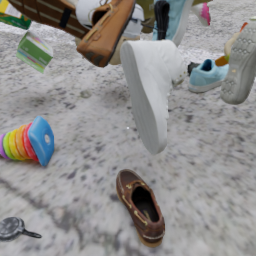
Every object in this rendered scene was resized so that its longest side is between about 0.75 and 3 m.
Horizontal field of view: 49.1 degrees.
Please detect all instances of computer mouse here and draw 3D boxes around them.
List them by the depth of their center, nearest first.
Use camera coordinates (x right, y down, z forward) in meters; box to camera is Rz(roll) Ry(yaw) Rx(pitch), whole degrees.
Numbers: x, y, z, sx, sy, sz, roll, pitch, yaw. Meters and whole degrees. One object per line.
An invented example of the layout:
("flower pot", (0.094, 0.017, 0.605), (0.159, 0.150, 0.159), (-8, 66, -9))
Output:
("computer mouse", (-0.036, -2.243, 5.830), (2.063, 1.131, 0.452), (5, 11, -20))

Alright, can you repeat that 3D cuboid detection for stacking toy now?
("stacking toy", (-2.957, 0.461, 7.264), (1.879, 1.091, 1.031), (-11, 29, 8))

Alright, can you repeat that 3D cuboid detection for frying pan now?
("frying pan", (-2.216, 2.042, 5.472), (0.948, 0.154, 0.573), (20, 39, 32))

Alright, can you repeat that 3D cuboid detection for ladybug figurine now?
("ladybug figurine", (-0.320, -2.809, 9.322), (1.390, 0.737, 2.048), (-46, 26, 10))

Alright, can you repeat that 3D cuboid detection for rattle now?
("rattle", (2.753, -2.123, 7.293), (0.677, 1.040, 0.743), (14, -3, 2))

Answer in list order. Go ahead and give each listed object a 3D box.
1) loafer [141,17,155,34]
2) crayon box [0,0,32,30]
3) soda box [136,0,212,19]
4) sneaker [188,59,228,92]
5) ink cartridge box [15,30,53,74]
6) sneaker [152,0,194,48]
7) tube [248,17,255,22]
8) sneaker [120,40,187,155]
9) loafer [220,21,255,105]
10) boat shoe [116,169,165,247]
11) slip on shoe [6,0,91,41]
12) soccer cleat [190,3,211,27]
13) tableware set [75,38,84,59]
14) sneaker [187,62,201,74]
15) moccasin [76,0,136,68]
("loafer", (0.944, -4.850, 10.407), (0.970, 2.552, 0.860), (11, 12, 8))
("crayon box", (-3.847, -3.938, 8.329), (2.260, 0.658, 1.342), (18, 78, 5))
("soda box", (1.077, -3.793, 7.756), (2.557, 0.819, 0.866), (-18, 65, -5))
("sneaker", (3.352, -2.240, 10.970), (0.942, 1.045, 2.550), (28, 43, 33))
("ink cartridge box", (-2.957, -2.465, 8.947), (0.953, 0.544, 1.835), (35, 15, -29))
("sneaker", (0.885, -2.868, 6.565), (1.002, 2.446, 0.904), (9, 17, -34))
("tube", (3.491, -2.252, 6.412), (2.347, 0.681, 0.609), (-10, 71, -54))
("sneaker", (0.732, -0.685, 5.690), (1.305, 2.259, 0.832), (-16, 7, -29))
("loafer", (2.265, -1.213, 5.422), (0.551, 1.578, 0.552), (1, 25, -31))
("boat shoe", (0.241, 1.455, 5.846), (0.690, 0.689, 1.960), (-15, 35, -17))
("slip on shoe", (-1.707, -3.067, 6.859), (2.861, 1.088, 0.867), (20, 44, -23))
("soccer cleat", (2.181, -4.104, 9.182), (0.753, 1.744, 0.609), (-15, 4, 20))
("tableware set", (-1.325, -3.754, 8.768), (0.321, 2.766, 2.311), (9, 53, 0))
("sneaker", (3.086, -2.619, 11.980), (1.404, 0.537, 0.804), (-27, 49, -26))
("moccasin", (-0.314, -1.571, 4.116), (0.601, 0.569, 1.557), (28, 64, -12))
